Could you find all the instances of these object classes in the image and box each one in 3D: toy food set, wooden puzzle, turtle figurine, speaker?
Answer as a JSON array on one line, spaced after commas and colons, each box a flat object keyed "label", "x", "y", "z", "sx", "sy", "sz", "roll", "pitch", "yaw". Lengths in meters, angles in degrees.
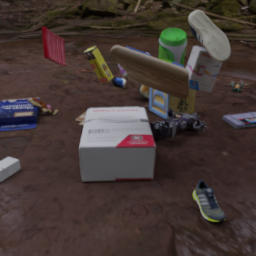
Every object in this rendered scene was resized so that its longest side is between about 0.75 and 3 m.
[{"label": "toy food set", "x": -3.941, "y": -0.971, "z": 12.920, "sx": 1.342, "sy": 0.211, "sz": 0.853, "roll": 30, "pitch": 20, "yaw": -8}, {"label": "wooden puzzle", "x": 0.734, "y": -1.543, "z": 7.608, "sx": 2.044, "sy": 0.511, "sz": 2.207, "roll": 22, "pitch": -3, "yaw": 13}, {"label": "turtle figurine", "x": 6.267, "y": -2.355, "z": 16.057, "sx": 0.725, "sy": 0.487, "sz": 0.968, "roll": -3, "pitch": 37, "yaw": 29}, {"label": "speaker", "x": 1.593, "y": -2.422, "z": 10.422, "sx": 1.032, "sy": 2.333, "sz": 1.032, "roll": -1, "pitch": 48, "yaw": 1}]

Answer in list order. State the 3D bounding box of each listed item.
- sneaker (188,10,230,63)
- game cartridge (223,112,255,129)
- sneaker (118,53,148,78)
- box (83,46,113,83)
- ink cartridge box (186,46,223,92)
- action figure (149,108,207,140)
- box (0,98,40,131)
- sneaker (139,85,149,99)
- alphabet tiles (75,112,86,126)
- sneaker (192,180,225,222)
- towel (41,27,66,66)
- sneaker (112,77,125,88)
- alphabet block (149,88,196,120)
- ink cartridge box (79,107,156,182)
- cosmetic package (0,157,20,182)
[{"label": "sneaker", "x": 2.506, "y": -2.752, "z": 8.647, "sx": 0.678, "sy": 1.807, "sz": 0.764, "roll": -30, "pitch": -10, "yaw": 7}, {"label": "game cartridge", "x": 5.046, "y": -0.333, "z": 11.951, "sx": 1.635, "sy": 0.314, "sz": 1.060, "roll": -7, "pitch": 21, "yaw": -14}, {"label": "sneaker", "x": 0.201, "y": -3.426, "z": 14.067, "sx": 1.846, "sy": 1.052, "sz": 0.669, "roll": -31, "pitch": -9, "yaw": 32}, {"label": "box", "x": -1.370, "y": -2.922, "z": 13.042, "sx": 0.623, "sy": 1.654, "sz": 0.415, "roll": -1, "pitch": 38, "yaw": 45}, {"label": "ink cartridge box", "x": 2.425, "y": -1.909, "z": 9.148, "sx": 0.931, "sy": 1.289, "sz": 0.545, "roll": 8, "pitch": 26, "yaw": -15}, {"label": "action figure", "x": 2.016, "y": -0.194, "z": 10.932, "sx": 1.741, "sy": 0.928, "sz": 2.676, "roll": 15, "pitch": 25, "yaw": 42}, {"label": "box", "x": -4.912, "y": -0.677, "z": 12.473, "sx": 1.753, "sy": 0.469, "sz": 2.895, "roll": -5, "pitch": 27, "yaw": -12}, {"label": "sneaker", "x": 1.152, "y": -2.089, "z": 15.241, "sx": 1.068, "sy": 0.921, "sz": 2.436, "roll": 2, "pitch": 16, "yaw": 35}, {"label": "alphabet tiles", "x": -1.143, "y": -0.387, "z": 12.286, "sx": 2.088, "sy": 0.079, "sz": 1.745, "roll": 8, "pitch": 26, "yaw": 16}, {"label": "sneaker", "x": 1.994, "y": 1.815, "z": 6.989, "sx": 0.486, "sy": 0.533, "sz": 1.316, "roll": -6, "pitch": 26, "yaw": -13}, {"label": "towel", "x": -2.983, "y": -3.260, "z": 11.387, "sx": 0.192, "sy": 1.232, "sz": 1.704, "roll": -4, "pitch": 0, "yaw": 14}, {"label": "sneaker", "x": -0.576, "y": -2.707, "z": 16.723, "sx": 0.759, "sy": 0.524, "sz": 1.364, "roll": 2, "pitch": 20, "yaw": -9}, {"label": "alphabet block", "x": 1.987, "y": -1.390, "z": 12.754, "sx": 1.539, "sy": 1.511, "sz": 1.503, "roll": -14, "pitch": 30, "yaw": -27}, {"label": "ink cartridge box", "x": -0.374, "y": 0.402, "z": 9.192, "sx": 2.140, "sy": 1.228, "sz": 2.947, "roll": -1, "pitch": 25, "yaw": -3}, {"label": "cosmetic package", "x": -3.744, "y": 1.253, "z": 8.410, "sx": 0.497, "sy": 0.358, "sz": 0.881, "roll": 9, "pitch": 27, "yaw": 23}]
